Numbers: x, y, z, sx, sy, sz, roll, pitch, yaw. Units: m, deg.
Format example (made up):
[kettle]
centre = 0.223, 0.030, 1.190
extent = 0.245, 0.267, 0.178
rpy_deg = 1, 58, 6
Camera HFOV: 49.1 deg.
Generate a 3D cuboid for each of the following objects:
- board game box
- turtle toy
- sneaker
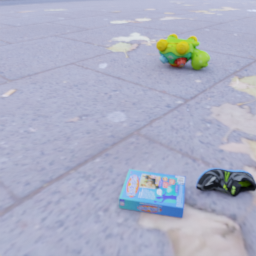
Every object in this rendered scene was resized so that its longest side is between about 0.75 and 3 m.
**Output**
[board game box]
centre = 0.564, 1.417, 6.207
extent = 1.355, 0.305, 1.030
rpy_deg = 7, 31, 11
[turtle toy]
centre = 2.686, -3.706, 13.874
extent = 2.779, 1.404, 2.025
rpy_deg = 16, 33, 24
[sneaker]
centre = 2.227, 1.239, 6.318
extent = 1.404, 0.498, 0.582
rpy_deg = 0, 23, -5
